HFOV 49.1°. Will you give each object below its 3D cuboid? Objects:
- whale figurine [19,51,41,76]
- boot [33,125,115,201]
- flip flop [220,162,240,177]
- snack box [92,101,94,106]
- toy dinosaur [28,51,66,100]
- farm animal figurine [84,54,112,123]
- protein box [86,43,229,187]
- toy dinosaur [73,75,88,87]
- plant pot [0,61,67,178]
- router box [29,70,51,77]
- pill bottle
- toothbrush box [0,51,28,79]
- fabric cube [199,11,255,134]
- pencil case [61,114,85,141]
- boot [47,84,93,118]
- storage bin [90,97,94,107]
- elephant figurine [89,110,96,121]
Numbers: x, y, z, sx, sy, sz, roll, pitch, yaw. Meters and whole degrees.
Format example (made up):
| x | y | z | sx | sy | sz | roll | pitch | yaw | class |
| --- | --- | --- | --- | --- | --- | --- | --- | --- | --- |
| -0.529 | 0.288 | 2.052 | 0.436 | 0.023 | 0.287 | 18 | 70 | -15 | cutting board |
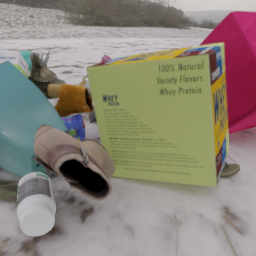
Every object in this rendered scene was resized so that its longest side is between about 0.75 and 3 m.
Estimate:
| x | y | z | sx | sy | sz | roll | pitch | yaw | class |
| --- | --- | --- | --- | --- | --- | --- | --- | --- | --- |
| -6.094 | -3.497 | 15.373 | 2.871 | 1.490 | 2.284 | 6 | 23 | 13 | whale figurine |
| -0.666 | 0.654 | 4.530 | 2.045 | 0.718 | 1.495 | 34 | 1 | -37 | boot |
| 1.822 | 0.785 | 6.164 | 1.207 | 0.348 | 0.490 | 9 | 23 | 21 | flip flop |
| 0.002 | -1.125 | 9.778 | 2.426 | 0.872 | 0.295 | -2 | 57 | -27 | snack box |
| -2.763 | -1.424 | 9.901 | 1.454 | 1.094 | 2.843 | -5 | -23 | 20 | toy dinosaur |
| -0.066 | -1.124 | 7.321 | 2.423 | 1.957 | 1.219 | 0 | -14 | 12 | farm animal figurine |
| 0.724 | -0.320 | 5.745 | 2.329 | 2.346 | 1.583 | 1 | 21 | 28 | protein box |
| -1.911 | -1.698 | 11.540 | 2.126 | 0.619 | 1.075 | 22 | 57 | 32 | toy dinosaur |
| -2.421 | -0.036 | 6.046 | 2.158 | 1.525 | 1.525 | 36 | 50 | 15 | plant pot |
| -3.522 | -2.059 | 11.281 | 0.844 | 0.633 | 0.262 | 0 | 27 | -45 | router box |
| -1.532 | 1.244 | 4.670 | 0.594 | 0.594 | 1.051 | -7 | 23 | -18 | pill bottle |
| -3.582 | -1.208 | 8.548 | 0.816 | 1.895 | 1.380 | 1 | -4 | -8 | toothbrush box |
| 3.370 | -1.420 | 7.747 | 2.406 | 2.399 | 2.361 | -11 | -18 | -27 | fabric cube |
| -2.131 | 0.028 | 7.498 | 1.978 | 0.772 | 0.859 | -1 | 21 | -4 | pencil case |
| -1.513 | -0.502 | 7.670 | 1.141 | 1.594 | 0.561 | 11 | 48 | 12 | boot |
| -0.982 | -1.354 | 10.320 | 0.741 | 1.096 | 0.514 | 0 | -12 | -34 | storage bin |
| -0.089 | -0.605 | 8.384 | 2.155 | 1.672 | 1.525 | -6 | 41 | -9 | elephant figurine |
